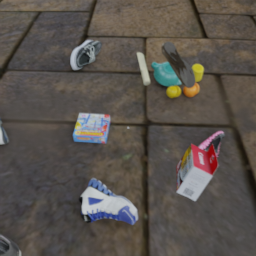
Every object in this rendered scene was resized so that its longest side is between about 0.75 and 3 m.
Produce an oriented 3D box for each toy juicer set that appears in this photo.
[{"bbox_3d":[1.635,-2.030,11.829,2.977,0.810,1.894,12,61,1],"label":"toy juicer set"}]

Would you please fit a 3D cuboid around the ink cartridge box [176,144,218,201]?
[{"bbox_3d":[1.246,0.715,5.171,0.388,0.813,0.926,26,23,-1],"label":"ink cartridge box"}]

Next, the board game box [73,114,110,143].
[{"bbox_3d":[-1.296,0.002,10.094,1.153,0.322,1.129,3,46,3],"label":"board game box"}]

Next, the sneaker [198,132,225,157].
[{"bbox_3d":[2.845,0.660,9.427,1.418,0.560,0.676,-33,76,-27],"label":"sneaker"}]

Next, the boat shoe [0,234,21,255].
[{"bbox_3d":[-3.732,2.829,7.151,2.203,0.628,0.737,17,48,16],"label":"boat shoe"}]

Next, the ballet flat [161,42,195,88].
[{"bbox_3d":[1.680,-2.116,9.540,0.605,1.796,0.416,-44,16,-19],"label":"ballet flat"}]

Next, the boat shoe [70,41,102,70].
[{"bbox_3d":[-1.878,-3.415,13.045,0.787,0.851,2.305,3,35,22],"label":"boat shoe"}]

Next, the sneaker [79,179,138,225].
[{"bbox_3d":[-0.687,2.271,7.707,1.839,0.743,1.062,25,54,31],"label":"sneaker"}]

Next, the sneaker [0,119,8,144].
[{"bbox_3d":[-4.950,-0.099,9.942,0.882,0.754,2.025,-24,50,-15],"label":"sneaker"}]
